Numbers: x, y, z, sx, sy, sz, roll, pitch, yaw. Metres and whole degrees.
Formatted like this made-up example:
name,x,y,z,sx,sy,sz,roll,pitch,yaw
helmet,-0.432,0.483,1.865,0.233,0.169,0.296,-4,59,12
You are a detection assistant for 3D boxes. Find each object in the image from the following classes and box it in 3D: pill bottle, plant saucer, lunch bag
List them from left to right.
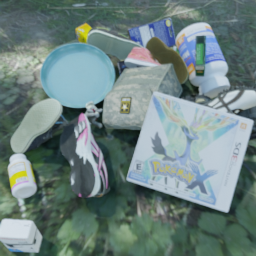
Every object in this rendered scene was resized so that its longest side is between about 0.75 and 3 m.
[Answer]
name,x,y,z,sx,sy,sz,roll,pitch,yaw
pill bottle,-3.166,1.392,8.294,0.663,0.663,1.272,-18,51,-15
plant saucer,-1.850,-1.916,10.385,2.687,0.368,2.687,2,71,-7
lunch bag,0.381,-0.922,9.471,1.986,1.423,2.421,3,49,38
pill bottle,2.916,-2.533,10.839,1.481,1.481,2.644,-12,73,-11

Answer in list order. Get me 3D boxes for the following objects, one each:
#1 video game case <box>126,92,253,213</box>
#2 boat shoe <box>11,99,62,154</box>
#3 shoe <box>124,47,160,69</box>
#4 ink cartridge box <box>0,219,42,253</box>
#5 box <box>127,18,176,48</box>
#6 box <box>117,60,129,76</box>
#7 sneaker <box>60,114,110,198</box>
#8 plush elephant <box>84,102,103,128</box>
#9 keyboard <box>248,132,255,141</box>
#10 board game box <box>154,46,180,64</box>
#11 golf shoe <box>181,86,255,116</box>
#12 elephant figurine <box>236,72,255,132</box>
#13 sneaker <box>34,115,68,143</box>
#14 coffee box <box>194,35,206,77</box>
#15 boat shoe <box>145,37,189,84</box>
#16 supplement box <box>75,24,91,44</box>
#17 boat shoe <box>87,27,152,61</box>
name,x,y,z,sx,sy,sz,roll,pitch,yaw
video game case,1.736,0.649,7.960,2.943,0.324,2.683,17,86,5
boat shoe,-2.730,-0.040,8.639,0.751,2.413,0.900,-2,55,-55
shoe,0.766,-2.442,10.263,1.712,0.612,0.779,20,71,20
ink cartridge box,-2.647,2.680,6.903,0.747,1.033,0.435,2,49,2
box,1.060,-3.994,12.384,1.975,1.196,0.320,-17,15,-6
box,0.303,-2.134,11.060,1.266,1.256,0.315,-16,17,-14
sneaker,-1.234,0.899,8.427,1.086,1.168,2.705,-25,57,20
plush elephant,-1.199,-0.490,9.675,0.874,0.720,0.677,10,51,26
keyboard,3.451,0.437,8.812,2.001,1.271,0.206,-17,86,-10
board game box,1.779,-2.825,12.296,1.288,0.288,2.458,11,50,7
golf shoe,3.145,-0.519,9.128,2.958,1.150,1.398,-9,77,39
elephant figurine,4.379,-0.616,9.566,2.440,1.726,1.893,-50,18,-3
sneaker,-2.677,0.043,9.385,1.301,0.533,0.476,-42,18,-13
coffee box,2.379,-2.314,9.240,0.349,1.585,0.975,2,90,15
boat shoe,1.589,-2.534,10.587,0.814,0.885,2.477,10,37,-49
supplement box,-1.776,-4.033,12.599,0.611,0.607,1.115,-37,70,-22
boat shoe,-0.272,-3.342,11.624,2.942,1.049,0.886,20,33,-20
